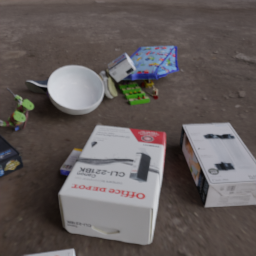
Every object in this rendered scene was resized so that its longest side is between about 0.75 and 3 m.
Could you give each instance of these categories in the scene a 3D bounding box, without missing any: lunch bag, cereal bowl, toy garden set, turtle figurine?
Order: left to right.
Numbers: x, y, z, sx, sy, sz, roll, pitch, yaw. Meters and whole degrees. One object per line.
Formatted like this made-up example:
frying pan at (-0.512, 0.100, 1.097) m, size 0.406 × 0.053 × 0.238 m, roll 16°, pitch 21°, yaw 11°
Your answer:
turtle figurine at (-4.096, -0.615, 9.693) m, size 1.566 × 1.615 × 1.162 m, roll -10°, pitch 14°, yaw 46°
cereal bowl at (-2.076, -1.375, 11.102) m, size 2.150 × 0.895 × 2.150 m, roll 6°, pitch 59°, yaw -10°
toy garden set at (0.602, -1.775, 12.898) m, size 1.661 × 0.398 × 1.992 m, roll -10°, pitch 34°, yaw -15°
lunch bag at (0.902, -2.960, 13.553) m, size 2.121 × 1.325 × 2.818 m, roll 8°, pitch 32°, yaw 32°

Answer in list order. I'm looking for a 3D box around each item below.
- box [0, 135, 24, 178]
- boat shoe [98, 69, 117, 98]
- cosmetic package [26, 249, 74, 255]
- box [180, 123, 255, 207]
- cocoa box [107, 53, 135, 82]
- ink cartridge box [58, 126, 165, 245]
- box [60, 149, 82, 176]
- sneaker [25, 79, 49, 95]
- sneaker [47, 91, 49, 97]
box at (-4.752, 0.977, 8.506) m, size 2.253 × 0.560 × 2.236 m, roll -26°, pitch 42°, yaw -36°
boat shoe at (-1.061, -1.919, 12.818) m, size 0.807 × 0.882 × 2.360 m, roll -22°, pitch 29°, yaw 5°
cosmetic package at (-1.610, 3.163, 5.220) m, size 1.231 × 0.422 × 1.633 m, roll -3°, pitch 33°, yaw -10°
box at (2.653, 0.946, 8.253) m, size 1.638 × 0.844 × 2.808 m, roll -3°, pitch 33°, yaw -4°
cocoa box at (-0.313, -2.733, 12.704) m, size 1.041 × 0.694 × 0.683 m, roll -31°, pitch 46°, yaw 17°
ink cartridge box at (-0.226, 1.285, 7.345) m, size 2.143 × 1.244 × 2.970 m, roll 6°, pitch 33°, yaw 10°
box at (-1.546, 1.116, 8.561) m, size 0.721 × 0.251 × 1.211 m, roll 9°, pitch 36°, yaw 12°
sneaker at (-3.976, -2.096, 13.173) m, size 1.455 × 0.553 × 1.051 m, roll 16°, pitch 45°, yaw 9°
sneaker at (-2.956, -1.947, 12.670) m, size 1.564 × 0.994 × 2.742 m, roll -14°, pitch 35°, yaw -15°
